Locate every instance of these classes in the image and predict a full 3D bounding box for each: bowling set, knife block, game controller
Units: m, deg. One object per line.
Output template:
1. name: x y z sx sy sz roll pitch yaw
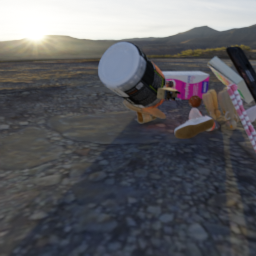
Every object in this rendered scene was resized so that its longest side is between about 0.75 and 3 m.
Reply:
1. bowling set: 3.513 -0.781 11.228 1.877 1.448 2.697 -10 10 35
2. knife block: 1.380 -1.024 8.677 0.861 0.314 0.981 16 16 33
3. game controller: 4.715 -1.990 11.098 0.597 2.836 1.479 -32 -6 40

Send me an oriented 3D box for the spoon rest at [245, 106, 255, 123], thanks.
1. spoon rest: 3.507 -0.570 6.802 0.544 0.892 1.796 -37 -3 -10

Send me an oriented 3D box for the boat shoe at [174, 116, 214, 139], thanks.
1. boat shoe: 2.167 -0.047 9.484 1.447 0.512 0.502 -16 33 -13

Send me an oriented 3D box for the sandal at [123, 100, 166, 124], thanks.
1. sandal: 0.503 -0.537 10.814 2.182 0.718 0.800 16 30 -44

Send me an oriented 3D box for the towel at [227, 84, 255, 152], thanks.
1. towel: 3.162 -0.230 7.474 0.307 2.051 1.501 -25 -1 21

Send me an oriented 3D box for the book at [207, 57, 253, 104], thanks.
1. book: 3.655 -1.701 9.973 0.418 1.163 1.740 -41 40 11

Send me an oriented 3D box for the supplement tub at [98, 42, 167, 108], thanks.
1. supplement tub: 0.287 -1.575 9.179 1.519 1.519 2.479 12 -9 33

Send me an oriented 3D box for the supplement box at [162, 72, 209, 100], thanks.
1. supplement box: 2.920 -2.371 15.563 2.715 1.374 1.403 -3 18 -10

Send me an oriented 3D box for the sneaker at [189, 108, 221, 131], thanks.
1. sneaker: 2.859 -0.251 10.479 0.644 0.606 1.574 9 22 -24

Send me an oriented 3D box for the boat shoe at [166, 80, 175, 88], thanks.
1. boat shoe: 1.476 -1.666 11.040 0.305 0.374 1.012 -16 11 -20
